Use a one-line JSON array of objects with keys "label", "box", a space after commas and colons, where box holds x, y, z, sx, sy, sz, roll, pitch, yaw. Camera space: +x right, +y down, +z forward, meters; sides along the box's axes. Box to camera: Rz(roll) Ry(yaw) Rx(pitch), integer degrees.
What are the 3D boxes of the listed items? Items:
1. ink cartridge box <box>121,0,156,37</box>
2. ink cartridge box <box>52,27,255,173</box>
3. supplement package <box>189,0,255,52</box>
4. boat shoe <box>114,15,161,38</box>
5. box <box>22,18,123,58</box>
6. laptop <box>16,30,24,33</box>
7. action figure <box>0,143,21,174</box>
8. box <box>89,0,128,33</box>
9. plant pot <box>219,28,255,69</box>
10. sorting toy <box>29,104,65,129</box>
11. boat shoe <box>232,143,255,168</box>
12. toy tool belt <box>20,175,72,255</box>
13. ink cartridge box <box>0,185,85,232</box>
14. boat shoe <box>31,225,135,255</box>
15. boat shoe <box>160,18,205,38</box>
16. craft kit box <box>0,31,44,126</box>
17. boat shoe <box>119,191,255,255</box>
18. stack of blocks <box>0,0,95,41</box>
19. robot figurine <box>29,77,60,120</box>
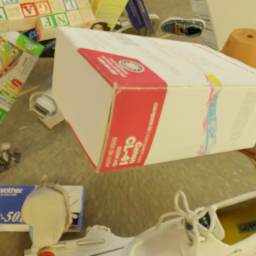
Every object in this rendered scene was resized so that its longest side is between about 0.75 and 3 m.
[{"label": "ink cartridge box", "box": [-0.189, -4.092, 8.586, 0.557, 2.344, 2.372, -33, 66, 6]}, {"label": "ink cartridge box", "box": [0.494, -0.549, 4.190, 2.774, 1.187, 2.047, -3, 33, -30]}, {"label": "supplement package", "box": [3.277, -3.216, 7.423, 2.713, 2.837, 2.086, -20, 23, 10]}, {"label": "boat shoe", "box": [-0.077, -3.925, 11.137, 2.972, 1.111, 1.017, -26, 61, -19]}, {"label": "box", "box": [-1.456, -2.370, 7.113, 2.037, 0.506, 2.022, -19, 3, 28]}, {"label": "laptop", "box": [-5.274, -4.062, 11.161, 2.169, 1.257, 2.031, 30, 56, 23]}, {"label": "action figure", "box": [-2.497, 0.619, 5.397, 0.644, 1.083, 0.553, -19, 94, -1]}, {"label": "box", "box": [-0.474, -2.245, 5.458, 0.541, 1.438, 0.360, -4, 73, -23]}, {"label": "plant pot", "box": [2.162, -1.396, 5.209, 0.965, 0.675, 0.965, 1, 44, -1]}, {"label": "sorting toy", "box": [-2.266, -0.714, 9.040, 1.436, 0.262, 1.329, -38, 59, -22]}, {"label": "boat shoe", "box": [2.450, 0.044, 5.607, 2.898, 0.979, 1.043, 37, 74, 9]}, {"label": "toy tool belt", "box": [-1.356, 1.513, 4.625, 0.817, 1.309, 0.804, -2, 14, -16]}, {"label": "ink cartridge box", "box": [-2.156, 1.912, 6.666, 2.109, 0.466, 0.992, 0, 49, 0]}, {"label": "boat shoe", "box": [-0.656, 2.539, 5.863, 2.821, 1.015, 0.927, -14, 56, -1]}, {"label": "boat shoe", "box": [1.072, -2.031, 5.696, 0.933, 0.330, 0.423, 4, 36, 18]}, {"label": "craft kit box", "box": [-3.538, -1.386, 6.051, 2.514, 2.546, 0.618, 29, 36, -21]}, {"label": "boat shoe", "box": [0.818, 1.074, 2.918, 2.124, 0.905, 0.785, -16, 38, 6]}, {"label": "stack of blocks", "box": [-1.524, -2.049, 4.778, 1.666, 0.488, 0.959, -20, 94, -26]}, {"label": "robot figurine", "box": [-1.748, -0.705, 6.326, 0.693, 1.041, 1.227, 41, 33, -19]}]
